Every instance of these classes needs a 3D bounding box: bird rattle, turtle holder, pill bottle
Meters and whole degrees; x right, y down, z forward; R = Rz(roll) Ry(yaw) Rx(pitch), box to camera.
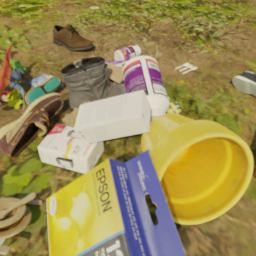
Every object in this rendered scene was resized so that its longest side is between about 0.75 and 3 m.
[{"bbox_3d":[-4.567,-1.180,10.760,1.339,0.754,1.092,3,27,23],"label":"bird rattle"},{"bbox_3d":[-4.946,-2.529,12.003,0.638,0.899,0.683,-7,65,44],"label":"turtle holder"},{"bbox_3d":[-0.003,-3.467,13.207,1.213,0.676,0.676,-29,49,-29],"label":"pill bottle"},{"bbox_3d":[0.619,-1.224,9.776,1.355,1.355,2.410,-7,63,-8],"label":"pill bottle"}]

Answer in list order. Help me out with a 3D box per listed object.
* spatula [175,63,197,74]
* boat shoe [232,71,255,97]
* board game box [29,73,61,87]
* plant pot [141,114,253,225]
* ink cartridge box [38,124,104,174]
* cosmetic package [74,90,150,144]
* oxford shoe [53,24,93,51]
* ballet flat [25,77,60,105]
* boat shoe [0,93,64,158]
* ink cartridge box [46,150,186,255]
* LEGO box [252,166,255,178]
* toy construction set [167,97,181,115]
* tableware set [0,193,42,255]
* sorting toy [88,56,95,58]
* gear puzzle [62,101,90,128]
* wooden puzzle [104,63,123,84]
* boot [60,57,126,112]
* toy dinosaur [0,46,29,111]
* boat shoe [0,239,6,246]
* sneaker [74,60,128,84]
[{"bbox_3d":[2.633,-2.726,12.826,0.931,0.075,0.647,-28,54,-28],"label":"spatula"},{"bbox_3d":[5.142,-1.525,10.691,0.723,0.907,2.398,-35,51,-11],"label":"boat shoe"},{"bbox_3d":[-3.491,-1.907,11.748,0.921,0.201,0.926,29,49,28],"label":"board game box"},{"bbox_3d":[1.427,0.767,7.178,2.445,2.445,2.301,-11,26,-12],"label":"plant pot"},{"bbox_3d":[-1.690,0.608,8.446,1.603,0.686,1.183,11,41,15],"label":"ink cartridge box"},{"bbox_3d":[-0.414,-0.278,7.678,1.949,0.695,0.989,-11,48,20],"label":"cosmetic package"},{"bbox_3d":[-2.895,-4.619,14.244,2.627,1.109,0.955,23,44,22],"label":"oxford shoe"},{"bbox_3d":[-3.260,-1.325,10.506,0.578,0.630,1.835,-11,25,36],"label":"ballet flat"},{"bbox_3d":[-2.980,-0.085,9.093,0.995,0.998,2.765,29,52,22],"label":"boat shoe"},{"bbox_3d":[-0.474,2.008,5.566,2.699,0.634,2.667,-37,44,19],"label":"ink cartridge box"},{"bbox_3d":[5.049,0.942,7.830,2.488,0.960,1.853,21,45,22],"label":"LEGO box"},{"bbox_3d":[1.584,-0.729,10.248,0.611,0.430,0.933,-9,52,-9],"label":"toy construction set"},{"bbox_3d":[-3.689,1.916,6.538,2.820,0.565,1.864,4,20,5],"label":"tableware set"},{"bbox_3d":[-2.025,-2.602,12.463,1.851,0.248,1.379,-28,41,-16],"label":"sorting toy"},{"bbox_3d":[-1.398,-0.379,9.194,1.749,0.229,0.906,-31,62,19],"label":"gear puzzle"},{"bbox_3d":[-0.521,-2.110,10.935,0.804,0.186,0.745,32,55,3],"label":"wooden puzzle"},{"bbox_3d":[-0.810,-1.617,10.032,2.985,1.965,1.042,-23,43,-25],"label":"boot"},{"bbox_3d":[-4.648,-1.644,10.191,1.413,2.692,2.443,-20,10,-1],"label":"toy dinosaur"},{"bbox_3d":[-3.433,2.642,6.170,1.537,0.547,0.536,-32,50,-31],"label":"boat shoe"},{"bbox_3d":[-0.818,-2.323,11.806,2.976,1.200,1.241,2,20,-4],"label":"sneaker"}]
